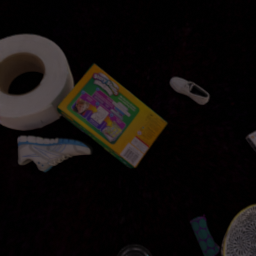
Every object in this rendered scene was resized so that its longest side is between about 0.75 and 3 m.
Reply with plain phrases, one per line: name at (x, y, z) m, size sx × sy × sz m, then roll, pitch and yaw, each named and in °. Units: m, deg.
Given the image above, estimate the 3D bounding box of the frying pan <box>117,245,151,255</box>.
frying pan at (0.354, 3.849, 7.154) m, size 1.043 × 0.281 × 1.725 m, roll -32°, pitch 68°, yaw -12°

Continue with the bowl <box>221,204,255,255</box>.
bowl at (3.225, 3.210, 6.788) m, size 2.558 × 1.200 × 2.558 m, roll 4°, pitch 67°, yaw -10°

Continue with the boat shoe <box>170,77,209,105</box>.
boat shoe at (2.016, -1.301, 9.121) m, size 1.402 × 0.458 × 0.516 m, roll 30°, pitch 71°, yaw 11°

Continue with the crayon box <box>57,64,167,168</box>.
crayon box at (-0.456, -0.305, 8.061) m, size 2.745 × 0.800 × 1.630 m, roll 39°, pitch 75°, yaw -5°

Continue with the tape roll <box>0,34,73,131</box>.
tape roll at (-3.255, -1.442, 8.853) m, size 2.981 × 1.042 × 2.981 m, roll 0°, pitch 68°, yaw 0°

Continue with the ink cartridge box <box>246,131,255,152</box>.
ink cartridge box at (4.547, 0.507, 8.428) m, size 1.369 × 0.300 × 1.382 m, roll -28°, pitch 70°, yaw -5°

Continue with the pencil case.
pencil case at (2.035, 2.871, 7.442) m, size 0.457 × 0.421 × 0.990 m, roll -24°, pitch 70°, yaw 4°

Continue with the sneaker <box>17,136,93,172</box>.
sneaker at (-2.145, 0.807, 8.160) m, size 2.265 × 0.849 × 0.981 m, roll 1°, pitch 75°, yaw 9°
